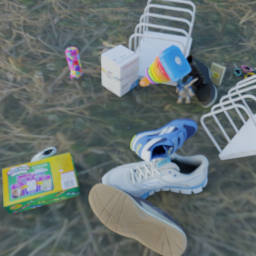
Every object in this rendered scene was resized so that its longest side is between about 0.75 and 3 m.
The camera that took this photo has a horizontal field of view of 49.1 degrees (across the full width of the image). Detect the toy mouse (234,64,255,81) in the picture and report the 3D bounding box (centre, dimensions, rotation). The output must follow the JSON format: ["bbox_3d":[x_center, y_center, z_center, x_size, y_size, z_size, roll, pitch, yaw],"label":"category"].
[{"bbox_3d":[4.324,-2.111,10.576,1.042,0.202,0.926,-32,58,-24],"label":"toy mouse"}]

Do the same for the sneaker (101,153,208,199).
[{"bbox_3d":[0.699,1.129,7.254,2.892,1.253,1.084,-9,53,-5],"label":"sneaker"}]

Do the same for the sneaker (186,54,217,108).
[{"bbox_3d":[2.343,-1.585,9.490,1.030,0.725,1.940,31,41,-31],"label":"sneaker"}]

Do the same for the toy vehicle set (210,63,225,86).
[{"bbox_3d":[3.158,-1.923,10.048,0.481,0.774,0.103,31,57,23],"label":"toy vehicle set"}]

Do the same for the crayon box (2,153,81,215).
[{"bbox_3d":[-2.304,1.440,7.429,1.861,0.542,1.105,-14,52,-11],"label":"crayon box"}]

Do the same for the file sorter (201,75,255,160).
[{"bbox_3d":[3.413,-0.422,7.838,2.291,1.590,1.427,-38,99,-33],"label":"file sorter"}]

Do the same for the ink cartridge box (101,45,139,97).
[{"bbox_3d":[-0.282,-1.990,9.730,0.944,1.305,0.961,36,55,25],"label":"ink cartridge box"}]

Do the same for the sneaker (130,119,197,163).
[{"bbox_3d":[0.983,0.338,6.771,1.788,0.661,0.735,-22,40,-17],"label":"sneaker"}]

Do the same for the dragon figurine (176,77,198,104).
[{"bbox_3d":[1.829,-1.368,9.067,0.526,1.788,0.889,-2,68,4],"label":"dragon figurine"}]

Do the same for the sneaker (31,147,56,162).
[{"bbox_3d":[-2.391,0.772,7.834,0.782,0.277,0.286,-36,77,-9],"label":"sneaker"}]

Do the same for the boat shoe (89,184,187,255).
[{"bbox_3d":[0.221,2.128,6.683,2.511,0.814,0.903,25,92,15],"label":"boat shoe"}]

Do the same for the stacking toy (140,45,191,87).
[{"bbox_3d":[0.960,-1.753,8.912,1.056,1.819,0.998,-37,98,-37],"label":"stacking toy"}]

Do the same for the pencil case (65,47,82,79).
[{"bbox_3d":[-1.924,-2.303,9.954,0.483,1.092,0.483,-3,39,2],"label":"pencil case"}]

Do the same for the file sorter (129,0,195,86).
[{"bbox_3d":[1.320,-3.353,10.549,2.053,1.842,2.958,12,51,10],"label":"file sorter"}]

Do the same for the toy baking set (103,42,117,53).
[{"bbox_3d":[-0.470,-2.676,10.420,0.942,1.227,0.143,-4,37,35],"label":"toy baking set"}]
